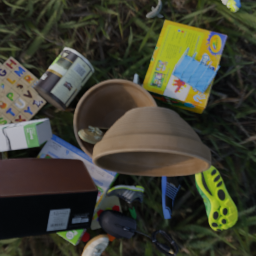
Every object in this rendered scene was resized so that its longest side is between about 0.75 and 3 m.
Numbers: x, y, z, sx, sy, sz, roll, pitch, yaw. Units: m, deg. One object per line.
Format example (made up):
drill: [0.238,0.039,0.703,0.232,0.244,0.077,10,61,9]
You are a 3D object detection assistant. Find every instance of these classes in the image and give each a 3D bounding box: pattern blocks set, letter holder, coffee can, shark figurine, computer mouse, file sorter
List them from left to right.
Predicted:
letter holder: [-2.473,1.843,7.902,2.677,1.903,1.346,3,114,-27]
coffee can: [-2.158,-1.630,9.488,1.268,1.268,1.732,33,77,6]
pattern blocks set: [-0.818,2.792,9.322,2.135,0.173,1.877,-7,77,0]
computer mouse: [0.296,3.321,8.790,2.706,0.461,0.793,20,81,8]
shark figurine: [1.121,-4.627,10.586,0.623,0.435,1.042,16,82,2]
file sorter: [2.129,-1.818,8.784,1.179,0.723,0.818,33,82,8]

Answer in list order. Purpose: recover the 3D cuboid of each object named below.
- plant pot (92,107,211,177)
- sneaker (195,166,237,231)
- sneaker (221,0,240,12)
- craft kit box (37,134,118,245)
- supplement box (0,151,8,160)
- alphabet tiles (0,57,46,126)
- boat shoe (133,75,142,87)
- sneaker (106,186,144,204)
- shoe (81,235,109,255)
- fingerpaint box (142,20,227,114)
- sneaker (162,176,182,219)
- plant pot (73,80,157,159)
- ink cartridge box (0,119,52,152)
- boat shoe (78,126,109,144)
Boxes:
plant pot: [0.610,0.349,7.290,2.980,2.980,1.376,4,71,1]
sneaker: [2.772,2.144,8.921,0.944,1.065,2.549,-18,107,9]
sneaker: [3.945,-4.838,10.700,0.468,0.338,0.892,-36,88,-18]
craft kit box: [-2.067,1.950,9.184,2.620,0.636,2.587,30,76,9]
supplement box: [-4.638,1.738,8.839,1.185,1.527,2.767,-8,79,0]
alphabet tiles: [-4.353,-1.266,10.068,2.631,0.083,2.189,40,79,6]
boat shoe: [0.366,-1.431,10.061,0.342,0.348,0.965,0,91,-4]
sneaker: [-0.062,2.157,9.017,1.268,0.468,0.513,2,59,-14]
shoe: [-1.136,3.926,8.380,1.818,0.636,0.485,-51,43,14]
fingerpaint box: [1.921,-2.098,9.761,2.208,0.971,2.647,17,81,9]
sneaker: [1.448,2.141,9.255,0.653,0.588,1.676,-1,78,8]
plant pot: [-0.327,-0.122,9.283,2.729,1.260,2.729,0,84,4]
ink cartridge box: [-3.386,0.229,8.719,1.655,1.209,0.698,-8,100,4]
boat shoe: [-0.900,0.179,9.071,0.494,1.577,0.578,-53,56,26]
